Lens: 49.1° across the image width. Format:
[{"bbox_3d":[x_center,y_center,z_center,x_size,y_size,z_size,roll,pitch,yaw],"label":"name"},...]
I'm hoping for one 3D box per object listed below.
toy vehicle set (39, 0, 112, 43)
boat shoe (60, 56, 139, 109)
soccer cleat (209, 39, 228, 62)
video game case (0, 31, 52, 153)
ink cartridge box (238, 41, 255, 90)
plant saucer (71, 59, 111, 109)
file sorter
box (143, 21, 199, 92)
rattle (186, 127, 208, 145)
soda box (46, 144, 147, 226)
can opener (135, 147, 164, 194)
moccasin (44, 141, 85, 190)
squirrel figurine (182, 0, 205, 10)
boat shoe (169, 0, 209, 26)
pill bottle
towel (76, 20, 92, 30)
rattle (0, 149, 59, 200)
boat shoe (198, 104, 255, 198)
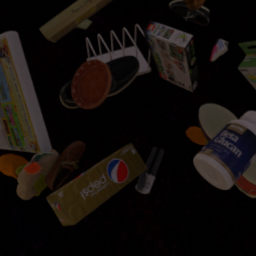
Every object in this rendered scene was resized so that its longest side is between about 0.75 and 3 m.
[{"bbox_3d":[-1.323,-3.437,8.200,2.624,0.348,1.630,-36,17,1],"label":"toy vehicle set"},{"bbox_3d":[-0.825,-1.542,9.032,2.913,0.985,1.046,-29,85,-14],"label":"boat shoe"},{"bbox_3d":[3.945,-3.338,12.067,0.599,0.484,1.386,21,59,12],"label":"soccer cleat"},{"bbox_3d":[-2.965,-0.707,6.767,2.416,2.655,0.304,0,18,41],"label":"video game case"},{"bbox_3d":[3.968,-1.691,8.294,1.866,0.969,0.553,40,85,-23],"label":"ink cartridge box"},{"bbox_3d":[-1.043,-1.235,8.019,1.438,0.232,1.438,-7,78,33],"label":"plant saucer"},{"bbox_3d":[-0.417,-2.974,11.265,2.290,1.426,1.589,-19,58,-12],"label":"file sorter"},{"bbox_3d":[1.421,-2.125,8.729,1.404,2.550,0.443,31,82,25],"label":"box"},{"bbox_3d":[3.306,0.155,9.598,2.036,1.455,1.326,-32,105,-15],"label":"rattle"},{"bbox_3d":[-0.657,1.249,6.382,2.235,0.716,0.757,-31,89,-35],"label":"soda box"},{"bbox_3d":[0.716,1.291,8.915,0.454,0.569,1.701,19,58,13],"label":"can opener"},{"bbox_3d":[-1.556,0.946,7.076,1.395,0.510,0.539,-49,45,-9],"label":"moccasin"},{"bbox_3d":[2.062,-4.025,8.365,0.648,0.854,0.915,-26,101,-38],"label":"squirrel figurine"},{"bbox_3d":[2.259,-4.178,10.173,1.718,0.617,0.581,8,77,-27],"label":"boat shoe"},{"bbox_3d":[1.727,0.318,4.527,1.278,0.710,0.710,-42,65,-16],"label":"pill bottle"},{"bbox_3d":[-2.242,-5.012,13.380,0.885,0.161,0.657,21,58,14],"label":"towel"},{"bbox_3d":[-2.532,0.759,6.698,1.444,2.218,1.585,-40,79,-12],"label":"rattle"},{"bbox_3d":[2.691,0.506,7.464,1.003,0.882,2.818,-20,52,-8],"label":"boat shoe"}]
